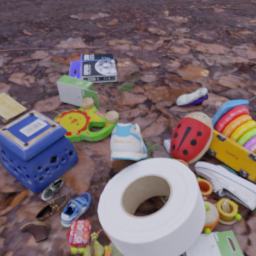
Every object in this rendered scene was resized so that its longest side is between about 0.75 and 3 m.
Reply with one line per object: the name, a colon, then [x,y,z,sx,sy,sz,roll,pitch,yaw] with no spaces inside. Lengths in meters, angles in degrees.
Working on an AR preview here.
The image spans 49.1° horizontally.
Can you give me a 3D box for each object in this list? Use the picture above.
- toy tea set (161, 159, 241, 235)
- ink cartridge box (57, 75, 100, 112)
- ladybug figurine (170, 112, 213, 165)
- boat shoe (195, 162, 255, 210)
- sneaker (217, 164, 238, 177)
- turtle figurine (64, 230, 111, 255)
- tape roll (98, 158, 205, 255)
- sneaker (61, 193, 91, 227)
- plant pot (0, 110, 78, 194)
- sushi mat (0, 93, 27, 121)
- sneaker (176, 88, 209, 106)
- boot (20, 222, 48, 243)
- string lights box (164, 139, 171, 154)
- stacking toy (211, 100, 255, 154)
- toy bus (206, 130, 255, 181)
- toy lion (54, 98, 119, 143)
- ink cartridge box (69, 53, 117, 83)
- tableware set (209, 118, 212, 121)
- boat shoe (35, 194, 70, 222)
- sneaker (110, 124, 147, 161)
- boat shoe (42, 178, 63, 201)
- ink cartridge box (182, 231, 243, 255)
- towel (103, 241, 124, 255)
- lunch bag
toy tea set: [2.108,2.036,9.025,1.770,1.102,2.977,-26,46,-28]
ink cartridge box: [-2.230,-1.640,13.365,2.231,1.158,0.661,17,44,19]
ladybug figurine: [2.285,0.350,10.444,1.481,0.785,2.183,20,80,34]
boat shoe: [3.178,1.901,9.389,2.408,0.886,0.787,22,71,44]
sneaker: [3.705,1.670,9.993,0.561,0.477,1.230,-22,46,-29]
turtle figurine: [-1.013,3.492,7.591,1.387,0.554,1.720,-8,35,-13]
tape roll: [0.641,2.222,8.019,2.946,1.030,2.946,-17,33,12]
sneaker: [-1.635,2.513,8.906,0.486,0.541,1.315,17,41,23]
plant pot: [-3.292,0.683,10.015,2.092,1.881,2.092,28,48,29]
sushi mat: [-5.890,-1.048,13.458,2.202,0.133,1.054,31,49,31]
sneaker: [3.124,-1.293,13.415,1.563,0.777,0.543,-20,53,22]
boot: [-2.806,3.136,8.360,0.762,0.276,0.634,-12,39,-19]
string lights box: [1.984,0.671,11.281,0.974,0.287,0.500,-12,45,-14]
stacking toy: [4.666,0.410,10.897,1.685,1.593,2.903,-13,52,-30]
toy bus: [3.795,0.932,10.334,2.508,0.816,0.982,36,15,36]
toy lion: [-1.915,-0.147,12.007,2.424,0.832,2.323,29,55,29]
ink cartridge box: [-2.049,-3.416,15.957,2.667,0.579,2.642,-5,41,-5]
tableware set: [3.370,-0.264,12.548,0.845,0.117,1.012,32,50,32]
boat shoe: [-2.302,2.444,8.541,1.134,0.399,0.399,-41,62,-12]
sneaker: [0.096,0.466,9.841,1.131,1.194,2.955,2,-2,6]
boat shoe: [-2.566,2.063,9.540,0.329,0.296,0.931,38,52,5]
ink cartridge box: [2.297,3.435,7.863,1.534,0.455,0.796,-5,40,-6]
towel: [-0.024,3.540,7.917,1.155,0.211,0.857,16,44,20]
lunch bag: [-1.478,3.160,8.323,0.710,0.330,0.806,-4,39,3]
